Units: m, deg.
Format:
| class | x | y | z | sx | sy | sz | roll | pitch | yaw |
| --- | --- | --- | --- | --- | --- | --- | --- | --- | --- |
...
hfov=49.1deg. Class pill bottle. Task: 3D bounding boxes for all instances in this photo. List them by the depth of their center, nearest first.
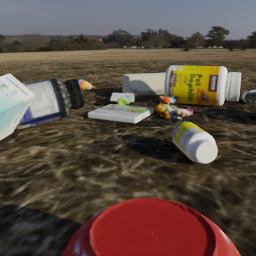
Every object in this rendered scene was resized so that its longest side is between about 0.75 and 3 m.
| class | x | y | z | sx | sy | sz | roll | pitch | yaw |
| --- | --- | --- | --- | --- | --- | --- | --- | --- | --- |
| pill bottle | 1.433 | 0.316 | 6.049 | 0.653 | 0.653 | 1.195 | -3 | 18 | -10 |
| pill bottle | -2.227 | -0.686 | 7.390 | 1.947 | 1.089 | 1.089 | -17 | 22 | -21 |
| pill bottle | 2.960 | -1.696 | 11.204 | 2.813 | 1.537 | 1.537 | 6 | 18 | 21 |

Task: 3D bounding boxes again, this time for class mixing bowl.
| class | x | y | z | sx | sy | sz | roll | pitch | yaw |
| --- | --- | --- | --- | --- | --- | --- | --- | --- | --- |
| mixing bowl | 0.173 | 1.267 | 2.222 | 1.961 | 1.062 | 1.961 | -1 | 17 | 0 |

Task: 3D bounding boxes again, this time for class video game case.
| class | x | y | z | sx | sy | sz | roll | pitch | yaw |
| --- | --- | --- | --- | --- | --- | --- | --- | --- | --- |
| video game case | -0.215 | -0.517 | 9.636 | 1.760 | 0.201 | 1.602 | 7 | 18 | 25 |

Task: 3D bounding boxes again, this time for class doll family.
| class | x | y | z | sx | sy | sz | roll | pitch | yaw |
| --- | --- | --- | --- | --- | --- | --- | --- | --- | --- |
| doll family | 1.435 | -0.562 | 9.376 | 0.855 | 0.621 | 1.377 | -5 | 34 | -40 |

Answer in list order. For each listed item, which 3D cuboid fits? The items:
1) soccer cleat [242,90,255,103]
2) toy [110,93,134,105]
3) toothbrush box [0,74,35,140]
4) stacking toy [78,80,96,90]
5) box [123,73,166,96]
| class | x | y | z | sx | sy | sz | roll | pitch | yaw |
| --- | --- | --- | --- | --- | --- | --- | --- | --- | --- |
| soccer cleat | 5.675 | -1.338 | 11.618 | 1.783 | 0.623 | 0.770 | 3 | 17 | 10 |
| toy | -0.227 | -1.133 | 11.382 | 0.903 | 0.370 | 1.568 | 3 | 15 | 0 |
| toothbrush box | -2.500 | -0.163 | 4.807 | 0.663 | 1.138 | 1.554 | 42 | 30 | -1 |
| stacking toy | -2.154 | -2.221 | 14.939 | 0.975 | 0.535 | 0.566 | 15 | 11 | 10 |
| box | 1.191 | -2.155 | 13.751 | 2.787 | 0.953 | 1.145 | -5 | 17 | -15 |
